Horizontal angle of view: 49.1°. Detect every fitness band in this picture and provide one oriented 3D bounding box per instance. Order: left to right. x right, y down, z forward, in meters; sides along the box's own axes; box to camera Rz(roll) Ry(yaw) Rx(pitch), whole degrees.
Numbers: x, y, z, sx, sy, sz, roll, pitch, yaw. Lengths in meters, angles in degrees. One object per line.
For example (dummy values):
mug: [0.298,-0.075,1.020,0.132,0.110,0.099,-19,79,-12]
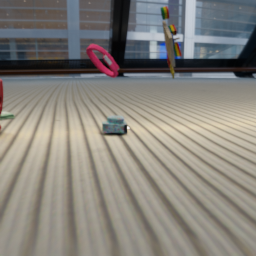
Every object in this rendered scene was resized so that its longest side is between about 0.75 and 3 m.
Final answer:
fitness band: [-0.866,-2.286,9.661,1.011,1.408,0.264,22,70,44]

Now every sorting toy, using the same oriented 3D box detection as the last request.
sorting toy: [1.771,-3.269,11.064,0.467,2.762,1.332,-12,48,4]

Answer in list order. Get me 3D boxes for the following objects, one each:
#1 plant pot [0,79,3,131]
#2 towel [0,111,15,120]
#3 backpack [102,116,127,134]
plant pot: [-5.168,-0.640,9.134,2.138,1.947,2.138,-1,14,0]
towel: [-6.305,-0.545,12.525,2.097,0.245,1.600,12,18,37]
backpack: [-0.490,-0.087,9.758,0.877,0.661,0.779,-6,13,-3]
